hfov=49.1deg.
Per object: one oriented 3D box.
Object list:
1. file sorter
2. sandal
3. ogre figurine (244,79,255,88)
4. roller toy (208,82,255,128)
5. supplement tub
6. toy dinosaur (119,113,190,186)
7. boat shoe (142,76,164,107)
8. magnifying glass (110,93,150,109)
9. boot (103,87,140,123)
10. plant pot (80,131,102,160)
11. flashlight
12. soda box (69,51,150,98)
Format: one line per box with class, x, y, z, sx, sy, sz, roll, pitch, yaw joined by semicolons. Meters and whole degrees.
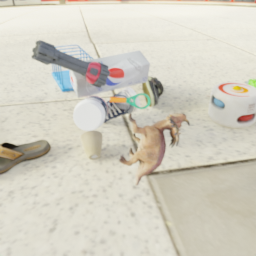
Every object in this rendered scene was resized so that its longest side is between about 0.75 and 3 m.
file sorter;-3.085;-3.395;15.476;1.945;1.719;2.803;-12;32;-21
sandal;-3.895;0.838;9.309;2.676;0.730;1.094;-19;36;-28
ogre figurine;6.721;-1.806;13.153;1.729;1.415;2.883;5;41;-15
roller toy;4.463;-1.043;11.717;2.149;1.502;1.961;13;33;21
supplement tub;-1.293;-0.526;9.836;1.079;1.079;1.538;1;14;2
toy dinosaur;0.701;0.494;7.398;1.519;2.241;0.962;11;-8;20
boat shoe;1.243;-1.919;13.629;0.983;1.069;2.991;-6;26;-1
magnifying glass;0.069;-0.910;9.386;1.371;0.546;0.154;3;22;-2
boot;-0.483;-0.723;10.792;1.222;0.984;2.704;-33;2;-17
plant pot;-1.220;0.650;9.649;0.779;0.779;0.832;-6;56;-10
flashlight;-1.770;-2.003;8.820;2.422;0.820;0.823;16;46;-33
soda box;-0.690;-2.072;10.653;2.922;0.927;0.997;-15;52;-17
